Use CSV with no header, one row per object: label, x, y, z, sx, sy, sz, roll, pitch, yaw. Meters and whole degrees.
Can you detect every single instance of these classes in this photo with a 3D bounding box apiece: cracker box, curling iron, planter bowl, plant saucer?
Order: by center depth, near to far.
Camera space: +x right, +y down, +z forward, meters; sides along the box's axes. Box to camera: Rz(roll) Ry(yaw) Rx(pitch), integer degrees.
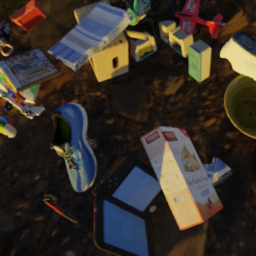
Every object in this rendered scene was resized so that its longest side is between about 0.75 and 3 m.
curling iron,-1.789,2.219,7.534,0.325,1.312,0.168,-19,34,22
cracker box,1.594,1.327,8.183,0.785,1.823,2.721,-33,71,28
plant saucer,-3.369,-3.809,9.660,1.040,1.038,0.191,-34,82,4
planter bowl,5.159,-0.738,11.367,2.863,1.193,2.863,0,73,0

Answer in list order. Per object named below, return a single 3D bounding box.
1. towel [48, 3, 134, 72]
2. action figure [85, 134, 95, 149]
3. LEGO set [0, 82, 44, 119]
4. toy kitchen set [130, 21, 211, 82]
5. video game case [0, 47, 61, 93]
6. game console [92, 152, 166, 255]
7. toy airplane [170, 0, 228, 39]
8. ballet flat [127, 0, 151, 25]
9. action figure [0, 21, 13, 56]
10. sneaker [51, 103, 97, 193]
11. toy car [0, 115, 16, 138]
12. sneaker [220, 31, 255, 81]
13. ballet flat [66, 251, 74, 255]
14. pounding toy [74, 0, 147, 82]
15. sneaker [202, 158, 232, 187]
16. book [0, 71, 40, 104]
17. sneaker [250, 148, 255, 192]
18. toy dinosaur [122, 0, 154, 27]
towel,-1.352,-3.269,9.747,2.781,0.331,2.043,-45,51,-9
action figure,-1.751,0.859,11.255,0.845,0.451,1.299,3,69,7
LEGO set,-4.068,-1.324,8.846,2.221,2.973,0.730,25,66,23
toy kitchen set,1.758,-2.995,12.169,2.241,1.648,2.798,-33,55,-10
video game case,-4.276,-2.553,12.036,2.053,0.262,1.855,-31,65,-26
game console,0.331,2.270,7.751,2.154,2.499,1.483,-51,37,0
toy airplane,3.286,-5.056,13.091,2.756,0.507,2.756,-1,82,4
ballet flat,0.393,-4.052,9.773,0.644,1.790,0.644,-1,94,-13
action figure,-6.248,-4.221,12.762,2.028,1.510,1.359,4,45,21
sneaker,-1.647,0.624,7.796,0.999,1.134,2.544,-7,99,29
toy car,-4.498,-0.100,10.131,0.833,0.952,0.714,14,75,3
sneaker,3.606,-1.832,8.064,2.115,0.921,0.788,41,63,-4
ballet flat,-2.039,4.926,9.996,0.332,0.314,0.985,-11,72,-3
pounding toy,-0.715,-3.581,11.408,2.022,2.844,2.618,-21,73,-7
sneaker,2.811,1.999,10.759,2.321,0.879,0.894,-27,59,-12
book,-4.891,-1.886,12.169,1.995,0.479,1.333,11,74,1
sneaker,5.387,1.643,10.973,0.903,0.680,1.931,16,67,-17
toy dinosaur,0.537,-5.410,13.200,1.133,0.853,2.216,-27,80,4
